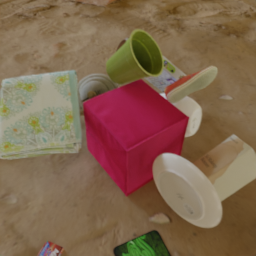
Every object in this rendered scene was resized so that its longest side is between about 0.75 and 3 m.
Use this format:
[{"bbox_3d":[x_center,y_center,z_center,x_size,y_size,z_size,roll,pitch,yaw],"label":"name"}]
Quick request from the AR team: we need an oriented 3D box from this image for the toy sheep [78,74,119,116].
[{"bbox_3d":[-1.216,-1.173,10.897,2.021,2.021,2.931,2,9,2],"label":"toy sheep"}]

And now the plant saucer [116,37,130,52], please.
[{"bbox_3d":[-0.252,-3.529,12.947,0.268,1.465,1.465,17,38,-26],"label":"plant saucer"}]

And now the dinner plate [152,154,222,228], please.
[{"bbox_3d":[1.453,1.776,7.609,0.286,2.356,2.356,-33,53,-30],"label":"dinner plate"}]

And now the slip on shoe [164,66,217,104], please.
[{"bbox_3d":[2.210,-1.634,9.975,2.088,0.774,0.639,-30,53,2],"label":"slip on shoe"}]

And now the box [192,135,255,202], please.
[{"bbox_3d":[2.574,1.414,8.293,2.451,0.953,1.164,-37,18,5],"label":"box"}]

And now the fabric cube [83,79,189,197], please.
[{"bbox_3d":[0.197,0.269,9.507,2.430,2.477,2.469,-27,52,-26],"label":"fabric cube"}]

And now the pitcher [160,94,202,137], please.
[{"bbox_3d":[1.590,-0.754,11.307,2.774,1.681,2.380,18,35,32],"label":"pitcher"}]

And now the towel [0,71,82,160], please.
[{"bbox_3d":[-2.835,-0.480,9.074,2.556,0.719,2.986,-6,65,-5],"label":"towel"}]

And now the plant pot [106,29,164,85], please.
[{"bbox_3d":[0.091,-2.160,9.264,1.515,1.596,1.596,-19,28,41],"label":"plant pot"}]

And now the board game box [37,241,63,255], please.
[{"bbox_3d":[-2.287,3.681,7.650,0.556,0.105,1.079,16,46,15],"label":"board game box"}]

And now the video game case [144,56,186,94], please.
[{"bbox_3d":[1.563,-2.137,11.879,0.470,1.873,2.066,-58,20,-9],"label":"video game case"}]

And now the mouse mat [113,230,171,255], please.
[{"bbox_3d":[0.557,3.786,7.579,1.446,0.068,1.798,-18,46,-17],"label":"mouse mat"}]
